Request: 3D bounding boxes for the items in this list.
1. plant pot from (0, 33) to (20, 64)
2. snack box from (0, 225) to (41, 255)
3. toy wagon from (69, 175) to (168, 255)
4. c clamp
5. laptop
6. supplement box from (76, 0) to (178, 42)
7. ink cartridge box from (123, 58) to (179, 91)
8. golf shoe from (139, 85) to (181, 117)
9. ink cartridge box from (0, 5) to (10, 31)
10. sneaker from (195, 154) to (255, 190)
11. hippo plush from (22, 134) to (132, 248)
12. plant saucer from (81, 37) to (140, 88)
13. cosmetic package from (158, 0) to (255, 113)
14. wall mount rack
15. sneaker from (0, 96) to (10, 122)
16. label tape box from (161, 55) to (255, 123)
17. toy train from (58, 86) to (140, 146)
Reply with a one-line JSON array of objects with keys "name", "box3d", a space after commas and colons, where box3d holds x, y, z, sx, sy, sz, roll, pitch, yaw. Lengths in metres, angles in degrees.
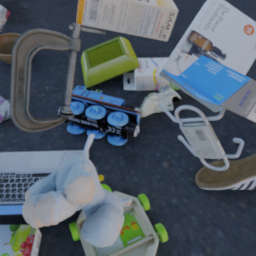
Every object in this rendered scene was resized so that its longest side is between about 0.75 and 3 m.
[{"name": "plant pot", "box3d": [-5.060, -3.326, 12.178, 1.692, 0.781, 1.692, 4, 48, -5]}, {"name": "snack box", "box3d": [-2.902, 3.261, 6.026, 1.580, 0.589, 2.222, -1, 46, -1]}, {"name": "toy wagon", "box3d": [-0.378, 2.347, 6.966, 2.057, 0.525, 2.651, -18, 48, -17]}, {"name": "c clamp", "box3d": [-1.495, -1.073, 6.069, 0.338, 2.497, 2.133, 27, 19, 38]}, {"name": "laptop", "box3d": [-2.556, 1.265, 7.181, 2.768, 1.713, 2.956, -1, 46, -2]}, {"name": "supplement box", "box3d": [-0.071, -2.894, 6.673, 2.193, 0.806, 1.382, 6, 41, -13]}, {"name": "ink cartridge box", "box3d": [0.889, -2.147, 11.131, 2.184, 0.735, 1.279, -2, 46, -2]}, {"name": "golf shoe", "box3d": [1.158, -0.854, 9.953, 0.903, 0.727, 1.858, 37, 57, 23]}, {"name": "ink cartridge box", "box3d": [-3.346, -2.630, 6.912, 0.359, 0.867, 0.636, 30, 6, -11]}, {"name": "sneaker", "box3d": [3.194, 1.435, 7.744, 2.416, 1.311, 0.847, -20, 44, 23]}, {"name": "hippo plush", "box3d": [-0.748, 1.215, 4.429, 1.308, 1.321, 1.643, -32, 20, 9]}, {"name": "plant saucer", "box3d": [-0.895, -2.864, 11.436, 2.305, 0.552, 2.302, -21, 44, 4]}, {"name": "cosmetic package", "box3d": [2.547, -2.193, 8.295, 2.108, 0.722, 2.796, 33, 83, -4]}, {"name": "wall mount rack", "box3d": [1.514, 0.068, 6.281, 1.755, 2.020, 0.753, -1, 45, 43]}, {"name": "sneaker", "box3d": [-4.390, -0.875, 10.061, 1.114, 0.619, 1.592, -15, 57, -16]}, {"name": "label tape box", "box3d": [1.642, -0.674, 4.629, 1.815, 0.574, 1.308, 18, 21, -29]}, {"name": "toy train", "box3d": [-0.860, -0.445, 9.235, 2.763, 1.198, 1.579, 14, 42, 13]}]
